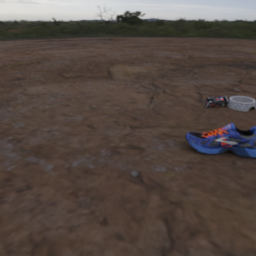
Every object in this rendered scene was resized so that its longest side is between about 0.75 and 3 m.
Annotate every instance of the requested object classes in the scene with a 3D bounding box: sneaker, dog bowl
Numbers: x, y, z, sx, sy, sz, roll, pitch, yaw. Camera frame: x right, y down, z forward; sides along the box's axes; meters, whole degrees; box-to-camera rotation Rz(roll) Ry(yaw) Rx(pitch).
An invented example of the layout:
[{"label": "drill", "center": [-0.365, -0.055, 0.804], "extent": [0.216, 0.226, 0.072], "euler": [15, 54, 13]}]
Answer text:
[{"label": "sneaker", "center": [2.975, 0.280, 8.675], "extent": [2.378, 0.933, 0.896], "euler": [3, 22, 7]}, {"label": "dog bowl", "center": [5.153, -1.120, 12.691], "extent": [1.240, 0.364, 1.240], "euler": [0, 24, 0]}]

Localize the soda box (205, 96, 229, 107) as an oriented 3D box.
[{"label": "soda box", "center": [4.030, -1.191, 12.751], "extent": [0.994, 0.352, 0.315], "euler": [-5, 57, -11]}]
